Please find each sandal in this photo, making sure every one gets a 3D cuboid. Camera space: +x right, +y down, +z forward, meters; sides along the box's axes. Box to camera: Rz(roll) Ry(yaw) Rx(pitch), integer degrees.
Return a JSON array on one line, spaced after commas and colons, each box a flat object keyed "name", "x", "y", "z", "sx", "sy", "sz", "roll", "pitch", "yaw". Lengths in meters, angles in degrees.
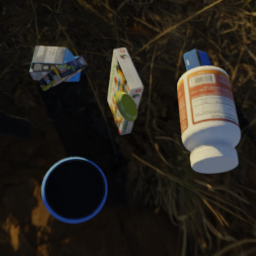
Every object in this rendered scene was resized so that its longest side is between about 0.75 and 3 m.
[{"name": "sandal", "x": -3.931, "y": -0.151, "z": 8.432, "sx": 0.536, "sy": 2.380, "sz": 0.894, "roll": 9, "pitch": 79, "yaw": 28}]

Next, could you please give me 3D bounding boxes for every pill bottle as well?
[{"name": "pill bottle", "x": 2.412, "y": -0.231, "z": 8.460, "sx": 1.660, "sy": 1.660, "sz": 2.960, "roll": 1, "pitch": 62, "yaw": 0}]

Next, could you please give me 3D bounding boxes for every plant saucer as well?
[{"name": "plant saucer", "x": -0.010, "y": -0.578, "z": 7.365, "sx": 0.134, "sy": 0.861, "sz": 0.861, "roll": -26, "pitch": 59, "yaw": 32}]

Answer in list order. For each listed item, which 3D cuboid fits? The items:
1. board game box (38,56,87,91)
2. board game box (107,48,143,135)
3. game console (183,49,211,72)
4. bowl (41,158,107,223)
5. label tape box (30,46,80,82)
[{"name": "board game box", "x": -2.003, "y": -1.650, "z": 8.508, "sx": 1.090, "sy": 1.318, "sz": 0.374, "roll": -38, "pitch": 104, "yaw": -34}, {"name": "board game box", "x": -0.171, "y": -1.094, "z": 9.199, "sx": 0.439, "sy": 2.537, "sz": 1.602, "roll": -12, "pitch": 61, "yaw": -16}, {"name": "game console", "x": 3.290, "y": -3.065, "z": 13.275, "sx": 0.999, "sy": 0.693, "sz": 1.171, "roll": -20, "pitch": 60, "yaw": 25}, {"name": "bowl", "x": -1.326, "y": 1.539, "z": 7.057, "sx": 1.646, "sy": 0.323, "sz": 1.646, "roll": 4, "pitch": 71, "yaw": -13}, {"name": "label tape box", "x": -3.269, "y": -2.941, "z": 12.889, "sx": 2.116, "sy": 0.699, "sz": 1.516, "roll": 2, "pitch": 63, "yaw": 3}]
